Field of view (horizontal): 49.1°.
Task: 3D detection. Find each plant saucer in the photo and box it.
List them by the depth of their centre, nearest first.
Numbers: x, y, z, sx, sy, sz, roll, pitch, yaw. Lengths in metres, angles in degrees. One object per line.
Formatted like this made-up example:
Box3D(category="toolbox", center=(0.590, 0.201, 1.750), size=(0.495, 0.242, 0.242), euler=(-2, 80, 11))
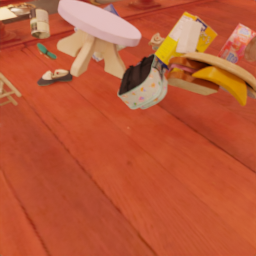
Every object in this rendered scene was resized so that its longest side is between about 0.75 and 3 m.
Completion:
Box3D(category="plant saucer", center=(4.012, -2.453, 8.592), size=(0.177, 0.965, 0.965), euler=(21, 35, -23))

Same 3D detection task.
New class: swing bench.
Box3D(category="swing bench", center=(-3.064, -1.005, 6.373), size=(0.740, 1.141, 1.135), euler=(-27, 6, -25))

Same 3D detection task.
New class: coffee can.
Box3D(category="coffee can", center=(-2.883, -3.404, 9.127), size=(0.580, 0.580, 0.793), euler=(-6, 86, 0))

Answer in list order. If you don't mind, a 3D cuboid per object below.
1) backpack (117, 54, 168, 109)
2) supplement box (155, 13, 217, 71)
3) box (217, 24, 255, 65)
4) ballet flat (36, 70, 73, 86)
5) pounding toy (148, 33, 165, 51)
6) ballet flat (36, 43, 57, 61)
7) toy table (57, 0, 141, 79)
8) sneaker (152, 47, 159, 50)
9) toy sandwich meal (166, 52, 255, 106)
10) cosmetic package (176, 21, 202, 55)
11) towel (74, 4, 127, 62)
Box3D(category="backpack", center=(0.433, -1.239, 8.285), size=(1.355, 1.182, 1.541), euler=(-23, 27, 31))
Box3D(category="supplement box", center=(2.068, -3.046, 10.459), size=(1.113, 2.033, 1.106), euler=(28, 21, -25))
Box3D(category="box", center=(4.027, -2.962, 10.652), size=(0.785, 1.657, 0.850), euler=(32, 67, 7))
Box3D(category="ballet flat", center=(-3.697, -2.584, 14.022), size=(1.822, 0.666, 0.666), euler=(-11, 42, -12))
Box3D(category="pounding toy", center=(1.273, -3.545, 11.618), size=(0.510, 0.511, 0.891), euler=(-49, 43, -6))
Box3D(category="ballet flat", center=(-3.088, -2.807, 10.481), size=(0.313, 0.866, 0.294), euler=(-17, 50, 47))
Box3D(category="toy table", center=(-1.114, -2.931, 9.471), size=(2.823, 1.653, 2.595), euler=(33, 38, 14))
Box3D(category="sneaker", center=(1.514, -3.704, 12.612), size=(0.844, 0.336, 0.327), euler=(-18, 85, -4))
Box3D(category="toy sandwich meal", center=(2.548, -1.407, 8.707), size=(2.928, 1.003, 2.928), euler=(25, 4, -2))
Box3D(category="cosmetic package", center=(1.910, -2.826, 8.830), size=(0.396, 0.976, 0.551), euler=(10, 14, -24))
Box3D(category="towel", center=(-1.106, -4.128, 12.469), size=(2.556, 1.877, 0.304), euler=(-13, 33, 43))
